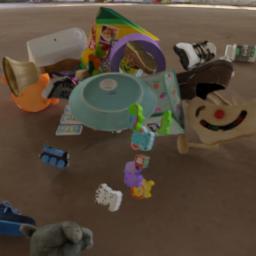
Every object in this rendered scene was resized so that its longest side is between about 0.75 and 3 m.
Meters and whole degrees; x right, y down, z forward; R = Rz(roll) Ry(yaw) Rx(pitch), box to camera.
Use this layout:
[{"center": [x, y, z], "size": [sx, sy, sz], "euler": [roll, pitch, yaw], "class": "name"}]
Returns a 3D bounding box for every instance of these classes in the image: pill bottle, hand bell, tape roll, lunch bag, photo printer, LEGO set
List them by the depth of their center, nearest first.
[{"center": [0.773, -0.620, 8.564], "size": [1.653, 1.941, 1.183], "euler": [-8, 17, 29], "class": "lunch bag"}, {"center": [-2.747, -1.992, 9.457], "size": [2.500, 1.302, 1.302], "euler": [-23, 37, -31], "class": "hand bell"}, {"center": [0.294, -2.181, 9.627], "size": [1.891, 1.891, 0.803], "euler": [-2, 33, -3], "class": "tape roll"}, {"center": [3.528, -2.182, 10.081], "size": [0.418, 0.750, 0.418], "euler": [-10, -6, -1], "class": "pill bottle"}, {"center": [-2.519, -2.818, 10.163], "size": [2.113, 0.734, 1.758], "euler": [-24, -1, -19], "class": "photo printer"}, {"center": [-1.161, -0.492, 10.443], "size": [2.745, 0.674, 2.051], "euler": [0, 33, 1], "class": "LEGO set"}, {"center": [6.947, -4.637, 17.337], "size": [1.710, 0.967, 0.967], "euler": [8, 31, 14], "class": "pill bottle"}]

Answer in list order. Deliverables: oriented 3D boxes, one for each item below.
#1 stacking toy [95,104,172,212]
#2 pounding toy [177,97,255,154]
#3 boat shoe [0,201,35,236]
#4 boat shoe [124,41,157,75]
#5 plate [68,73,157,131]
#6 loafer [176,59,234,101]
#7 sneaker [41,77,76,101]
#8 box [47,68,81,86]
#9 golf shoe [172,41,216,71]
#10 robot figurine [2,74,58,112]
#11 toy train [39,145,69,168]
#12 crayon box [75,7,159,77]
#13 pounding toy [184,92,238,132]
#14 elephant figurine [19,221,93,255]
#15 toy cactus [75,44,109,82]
[{"center": [0.187, 0.588, 5.840], "size": [0.510, 2.170, 1.636], "euler": [19, 6, 28], "class": "stacking toy"}, {"center": [2.610, -0.163, 8.448], "size": [2.501, 1.430, 1.434], "euler": [-16, -17, 18], "class": "pounding toy"}, {"center": [-2.844, 1.893, 6.111], "size": [1.757, 0.739, 0.603], "euler": [6, 43, 6], "class": "boat shoe"}, {"center": [0.331, -1.976, 8.278], "size": [0.609, 0.571, 1.691], "euler": [10, 34, -32], "class": "boat shoe"}, {"center": [-0.404, -0.838, 7.245], "size": [2.301, 0.294, 2.301], "euler": [-1, 47, 1], "class": "plate"}, {"center": [2.060, -1.287, 8.879], "size": [0.944, 2.586, 0.918], "euler": [25, 62, -29], "class": "loafer"}, {"center": [-2.298, -1.289, 10.603], "size": [1.253, 0.831, 2.202], "euler": [36, 18, -1], "class": "sneaker"}, {"center": [-2.668, -2.845, 14.646], "size": [2.934, 0.530, 2.098], "euler": [24, 38, 38], "class": "box"}, {"center": [2.239, -2.504, 9.196], "size": [1.152, 0.948, 2.438], "euler": [-26, 1, 26], "class": "golf shoe"}, {"center": [-3.981, -1.664, 11.483], "size": [1.582, 1.952, 2.713], "euler": [-25, 35, -6], "class": "robot figurine"}, {"center": [-2.083, 0.829, 8.005], "size": [0.861, 0.373, 0.492], "euler": [18, 70, -4], "class": "toy train"}, {"center": [-0.546, -2.832, 11.203], "size": [2.505, 2.903, 0.846], "euler": [38, 30, 16], "class": "crayon box"}, {"center": [3.084, -0.589, 9.839], "size": [2.062, 1.179, 1.183], "euler": [45, 47, 17], "class": "pounding toy"}, {"center": [-1.221, 2.557, 4.758], "size": [1.312, 1.197, 1.691], "euler": [-20, 40, 23], "class": "elephant figurine"}, {"center": [-1.241, -1.961, 10.830], "size": [1.321, 2.583, 2.131], "euler": [-24, 31, -34], "class": "toy cactus"}]
